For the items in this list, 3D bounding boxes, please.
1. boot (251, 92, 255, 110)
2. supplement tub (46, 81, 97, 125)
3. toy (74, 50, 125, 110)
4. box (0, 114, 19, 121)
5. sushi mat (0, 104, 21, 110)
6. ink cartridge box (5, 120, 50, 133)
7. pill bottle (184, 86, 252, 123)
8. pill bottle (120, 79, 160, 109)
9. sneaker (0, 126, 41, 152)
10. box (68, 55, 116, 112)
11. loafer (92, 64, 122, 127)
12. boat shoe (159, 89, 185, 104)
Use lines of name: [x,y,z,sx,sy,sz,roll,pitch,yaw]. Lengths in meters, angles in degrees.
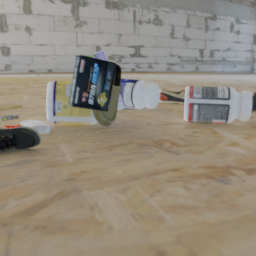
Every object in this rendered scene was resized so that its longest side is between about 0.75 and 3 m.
boot: [6.697,-1.533,14.962,1.846,1.034,2.669,-4,13,5]
supplement tub: [-1.997,-0.977,11.143,2.315,1.683,1.683,1,14,-11]
toy: [-1.323,-1.832,12.132,1.530,2.657,0.627,-12,17,24]
box: [-5.293,-0.461,12.358,0.767,0.133,0.422,-14,20,-43]
sushi mat: [-6.691,-1.061,14.717,0.948,0.120,1.982,9,17,36]
ink cartridge box: [-3.623,-0.077,10.069,1.315,0.375,1.069,9,6,-40]
pill bottle: [3.646,-0.952,11.588,2.560,1.483,1.483,4,15,12]
pill bottle: [0.211,-1.771,14.672,2.642,1.529,1.529,10,18,31]
sneaker: [-3.516,0.459,8.000,1.907,0.713,1.013,0,23,11]
box: [-1.153,-1.429,9.115,1.304,1.641,0.378,7,9,-31]
loafer: [-0.716,-1.271,10.002,0.923,2.427,0.819,8,-14,-34]
boat shoe: [3.068,-1.854,16.428,2.556,0.800,0.910,4,13,8]
